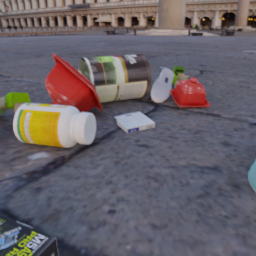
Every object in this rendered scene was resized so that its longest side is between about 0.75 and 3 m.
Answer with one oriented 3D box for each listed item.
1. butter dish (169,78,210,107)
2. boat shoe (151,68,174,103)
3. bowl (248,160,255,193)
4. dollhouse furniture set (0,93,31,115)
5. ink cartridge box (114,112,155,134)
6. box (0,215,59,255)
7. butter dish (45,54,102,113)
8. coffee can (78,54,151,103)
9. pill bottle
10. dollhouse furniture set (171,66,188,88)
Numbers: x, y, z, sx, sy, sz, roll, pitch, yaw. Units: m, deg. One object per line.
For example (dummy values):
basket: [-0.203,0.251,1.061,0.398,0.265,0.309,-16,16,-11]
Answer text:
butter dish: [2.427,-1.463,10.797,1.340,0.993,1.344,-2,38,-10]
boat shoe: [1.356,-1.673,11.943,0.780,0.768,2.201,28,47,-8]
bowl: [3.873,0.642,5.436,2.661,1.392,2.661,1,22,0]
dollhouse furniture set: [-4.272,-0.221,8.679,2.390,1.199,1.565,-13,-3,35]
ink cartridge box: [0.183,-0.182,8.933,0.975,0.215,0.993,-13,28,-24]
box: [-2.322,1.963,3.338,1.894,0.523,2.365,11,25,23]
butter dish: [-2.026,-1.087,9.381,2.015,2.021,1.494,42,80,11]
coffee can: [-0.560,-1.971,11.260,2.477,1.813,1.813,-10,24,-22]
pill bottle: [-1.907,-0.059,7.455,1.957,1.104,1.104,5,23,15]
dollhouse furniture set: [2.489,-1.844,12.861,1.196,0.924,2.394,1,40,-16]
